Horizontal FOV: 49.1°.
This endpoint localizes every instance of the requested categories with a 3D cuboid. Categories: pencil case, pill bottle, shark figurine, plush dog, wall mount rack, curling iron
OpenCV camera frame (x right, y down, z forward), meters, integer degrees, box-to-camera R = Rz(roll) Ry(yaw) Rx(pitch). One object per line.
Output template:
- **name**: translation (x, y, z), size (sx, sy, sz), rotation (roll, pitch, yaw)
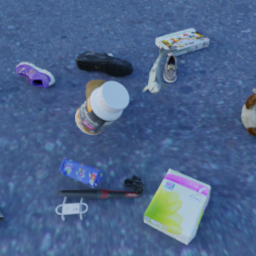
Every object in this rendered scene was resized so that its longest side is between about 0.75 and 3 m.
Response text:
- **pencil case**: translation (-1.534, 1.498, 9.225), size (1.470, 0.638, 0.574), rotation (16, 3, 20)
- **pill bottle**: translation (-0.934, -0.667, 9.884), size (1.264, 2.172, 1.264), rotation (13, 62, -26)
- **shark figurine**: translation (1.310, -2.097, 11.221), size (0.931, 1.332, 2.230), rotation (21, 69, -16)
- **plush dog**: translation (5.063, -0.660, 10.988), size (1.748, 2.035, 1.632), rotation (-27, 18, -36)
- **wall mount rack**: translation (-1.729, 2.461, 8.738), size (0.968, 0.361, 0.841), rotation (-3, 50, -3)
- **curling iron**: translation (-0.848, 2.021, 9.112), size (2.877, 0.368, 0.713), rotation (-5, 51, -6)

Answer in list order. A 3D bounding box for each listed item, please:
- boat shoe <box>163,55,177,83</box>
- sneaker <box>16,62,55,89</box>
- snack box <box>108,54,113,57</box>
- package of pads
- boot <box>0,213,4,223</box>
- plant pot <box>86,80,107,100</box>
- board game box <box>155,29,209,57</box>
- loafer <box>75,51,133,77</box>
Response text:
- **boat shoe**: translation (2.098, -2.912, 13.754), size (0.631, 0.522, 1.756), rotation (6, 46, 6)
- **sneaker**: translation (-4.483, -2.420, 13.116), size (2.073, 0.836, 0.865), rotation (20, 55, 18)
- **snack box**: translation (-1.152, -3.563, 14.571), size (0.755, 0.255, 0.636), rotation (-11, 46, -12)
- **package of pads**: translation (1.561, 2.366, 8.587), size (1.511, 0.667, 1.955), rotation (22, 51, 21)
- **boot**: translation (-4.674, 2.613, 8.537), size (1.294, 0.516, 1.423), rotation (-31, 60, -24)
- **plant pot**: translation (-1.246, -1.110, 11.699), size (1.236, 1.236, 1.326), rotation (4, 60, 4)
- **board game box**: translation (3.015, -4.764, 15.587), size (2.523, 0.437, 1.593), rotation (-21, 49, -19)
- **loafer**: translation (-1.121, -3.231, 13.707), size (2.989, 1.015, 1.049), rotation (13, 56, 17)
